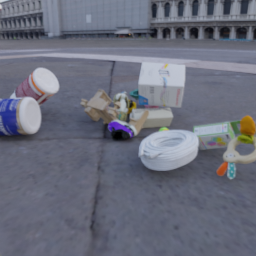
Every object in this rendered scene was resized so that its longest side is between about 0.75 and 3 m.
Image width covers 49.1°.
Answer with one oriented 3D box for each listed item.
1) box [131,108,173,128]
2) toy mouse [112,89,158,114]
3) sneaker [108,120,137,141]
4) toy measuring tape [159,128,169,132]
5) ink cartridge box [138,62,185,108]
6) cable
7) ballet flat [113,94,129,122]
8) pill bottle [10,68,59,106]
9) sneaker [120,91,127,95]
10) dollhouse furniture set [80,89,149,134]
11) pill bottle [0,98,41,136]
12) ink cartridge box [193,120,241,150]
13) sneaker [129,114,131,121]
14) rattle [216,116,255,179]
[{"bbox_3d":[0.901,-0.385,10.843,1.528,0.628,0.522,-3,54,-13],"label":"box"},{"bbox_3d":[0.791,-1.249,12.780,2.306,0.502,2.595,-34,38,-23],"label":"toy mouse"},{"bbox_3d":[-0.402,0.128,9.881,0.713,0.499,1.435,-34,27,-30],"label":"sneaker"},{"bbox_3d":[1.472,0.160,9.957,1.120,0.412,0.412,-7,22,-19],"label":"toy measuring tape"},{"bbox_3d":[1.299,-1.657,10.845,1.669,1.229,1.207,5,55,7],"label":"ink cartridge box"},{"bbox_3d":[1.117,0.573,7.722,1.636,0.566,1.636,-9,19,7],"label":"cable"},{"bbox_3d":[-0.276,-1.028,11.887,0.736,0.736,2.084,1,39,2],"label":"ballet flat"},{"bbox_3d":[-4.016,-1.491,11.842,2.088,1.192,1.192,-30,4,31],"label":"pill bottle"},{"bbox_3d":[-0.320,-1.430,13.749,0.334,0.890,0.386,-12,62,-55],"label":"sneaker"},{"bbox_3d":[-0.570,-0.797,10.668,2.567,1.331,1.136,19,69,41],"label":"dollhouse furniture set"},{"bbox_3d":[-4.367,-0.367,9.865,2.229,1.290,1.290,-3,20,10],"label":"pill bottle"},{"bbox_3d":[2.792,0.233,8.497,1.486,0.771,0.441,-9,54,29],"label":"ink cartridge box"},{"bbox_3d":[0.365,-0.517,11.820,0.362,0.327,0.884,-2,17,28],"label":"sneaker"},{"bbox_3d":[2.743,0.533,7.075,1.373,0.981,0.894,-34,55,-6],"label":"rattle"}]
